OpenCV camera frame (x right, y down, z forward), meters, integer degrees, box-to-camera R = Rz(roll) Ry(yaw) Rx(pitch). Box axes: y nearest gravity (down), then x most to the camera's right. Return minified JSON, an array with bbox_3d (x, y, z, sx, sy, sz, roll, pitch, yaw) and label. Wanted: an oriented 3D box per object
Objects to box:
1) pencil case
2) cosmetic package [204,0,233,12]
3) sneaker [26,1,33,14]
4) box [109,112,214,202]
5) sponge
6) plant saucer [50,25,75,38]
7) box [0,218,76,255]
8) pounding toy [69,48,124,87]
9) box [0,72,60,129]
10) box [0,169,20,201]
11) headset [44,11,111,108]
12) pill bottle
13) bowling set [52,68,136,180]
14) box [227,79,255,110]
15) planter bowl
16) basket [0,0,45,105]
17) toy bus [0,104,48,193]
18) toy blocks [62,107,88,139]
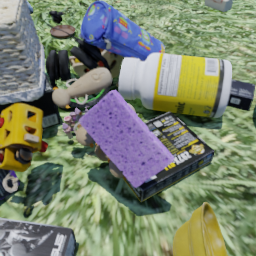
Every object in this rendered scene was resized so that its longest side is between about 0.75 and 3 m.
[{"bbox_3d":[-0.063,-2.300,7.389,2.527,0.986,1.097,13,52,-48],"label":"pencil case"},{"bbox_3d":[4.037,-5.631,12.499,0.560,0.473,1.084,-32,53,-28],"label":"cosmetic package"},{"bbox_3d":[-2.769,-3.281,6.925,0.467,1.299,0.471,15,83,20],"label":"sneaker"},{"bbox_3d":[0.654,0.534,6.208,1.923,0.474,1.535,-24,51,-23],"label":"box"},{"bbox_3d":[-0.046,0.192,4.610,1.498,0.836,0.223,50,24,1],"label":"sponge"},{"bbox_3d":[-2.504,-3.679,10.729,0.955,0.164,0.955,-1,44,1],"label":"plant saucer"},{"bbox_3d":[-1.933,2.520,4.072,1.803,0.550,2.277,6,46,6],"label":"box"},{"bbox_3d":[-0.635,-1.914,8.172,1.984,1.134,1.138,-18,44,-16],"label":"pounding toy"},{"bbox_3d":[-2.696,-0.860,7.148,1.360,1.138,1.831,-19,49,-19],"label":"box"},{"bbox_3d":[-3.421,1.063,4.913,1.262,1.455,2.380,25,49,28],"label":"box"},{"bbox_3d":[-1.446,-1.803,7.420,1.572,2.546,1.196,-24,16,-4],"label":"headset"},{"bbox_3d":[1.148,-1.130,7.180,2.625,1.461,1.461,8,45,8],"label":"pill bottle"},{"bbox_3d":[-0.466,0.116,5.802,1.234,1.600,2.299,-30,72,-14],"label":"bowling set"},{"bbox_3d":[3.022,-0.936,7.738,0.798,0.415,0.727,17,47,17],"label":"box"},{"bbox_3d":[1.014,1.812,4.023,0.576,1.383,1.383,-17,40,22],"label":"planter bowl"},{"bbox_3d":[-3.096,-1.773,6.101,2.207,1.775,2.187,-9,44,-7],"label":"basket"},{"bbox_3d":[-1.836,0.227,4.838,0.665,1.287,1.215,-20,19,34],"label":"toy bus"},{"bbox_3d":[-1.156,-0.238,6.562,0.711,0.640,0.761,-8,43,10],"label":"toy blocks"}]
